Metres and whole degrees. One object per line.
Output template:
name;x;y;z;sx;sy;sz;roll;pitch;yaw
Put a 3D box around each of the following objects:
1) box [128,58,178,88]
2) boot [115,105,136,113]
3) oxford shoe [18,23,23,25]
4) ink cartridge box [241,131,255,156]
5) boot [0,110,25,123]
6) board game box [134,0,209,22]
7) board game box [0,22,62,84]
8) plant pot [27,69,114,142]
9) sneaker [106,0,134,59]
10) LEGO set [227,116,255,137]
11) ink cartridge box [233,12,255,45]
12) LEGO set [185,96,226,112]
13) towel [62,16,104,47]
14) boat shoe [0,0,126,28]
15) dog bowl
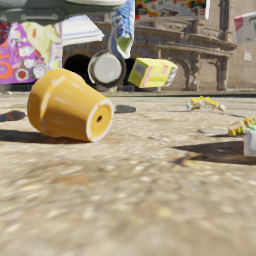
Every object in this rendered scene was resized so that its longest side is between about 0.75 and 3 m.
box;1.120;-2.301;11.712;0.674;1.012;2.690;35;26;25
boot;-0.298;-1.064;14.937;1.105;0.440;1.341;9;9;-19
oxford shoe;-2.040;-2.510;4.410;0.755;0.755;2.118;42;-11;30
ink cartridge box;2.867;0.379;5.060;1.467;0.457;1.824;2;-9;18
boot;-4.570;-0.473;10.725;0.561;0.433;1.158;8;13;35
board game box;1.017;-3.103;6.563;1.733;1.094;0.300;7;13;22
board game box;-2.190;-2.340;5.941;1.648;2.745;0.443;-10;28;-35
plant pot;-1.219;-0.402;6.565;1.490;1.627;1.627;23;17;25
sneaker;-0.118;-3.584;9.638;0.961;2.539;0.978;-15;41;-24
LEGO set;3.602;0.009;7.119;2.071;0.771;0.953;-9;-24;-26
ink cartridge box;3.582;-2.877;7.979;1.039;0.757;0.441;-8;23;18
LEGO set;4.237;-1.141;15.558;2.175;0.809;1.000;5;42;1
towel;-2.276;-3.436;8.603;2.001;0.324;2.725;-24;63;-39
boat shoe;-1.311;-2.011;4.288;2.590;0.943;0.800;-3;-29;-16
dog bowl;-0.910;-2.472;11.752;1.599;1.599;0.469;-2;25;-17
